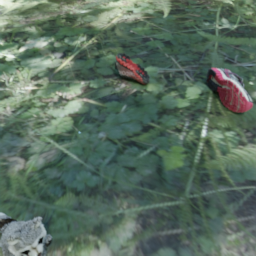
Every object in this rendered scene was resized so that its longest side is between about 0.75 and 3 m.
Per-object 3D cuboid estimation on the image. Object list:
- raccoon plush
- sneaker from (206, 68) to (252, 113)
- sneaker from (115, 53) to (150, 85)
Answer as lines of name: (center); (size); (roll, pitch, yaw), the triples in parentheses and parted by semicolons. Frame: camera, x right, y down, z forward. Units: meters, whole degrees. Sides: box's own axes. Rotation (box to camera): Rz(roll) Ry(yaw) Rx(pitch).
raccoon plush: (-2.529, 2.224, 5.995); (1.984, 1.329, 0.960); (17, 44, 18)
sneaker: (3.951, -1.580, 10.625); (0.981, 1.059, 2.627); (-6, 41, -10)
sneaker: (0.125, -2.333, 11.791); (1.783, 0.871, 0.630); (40, 42, 9)
